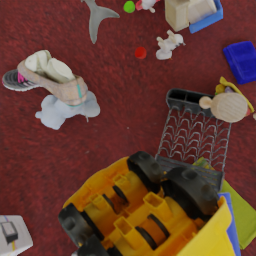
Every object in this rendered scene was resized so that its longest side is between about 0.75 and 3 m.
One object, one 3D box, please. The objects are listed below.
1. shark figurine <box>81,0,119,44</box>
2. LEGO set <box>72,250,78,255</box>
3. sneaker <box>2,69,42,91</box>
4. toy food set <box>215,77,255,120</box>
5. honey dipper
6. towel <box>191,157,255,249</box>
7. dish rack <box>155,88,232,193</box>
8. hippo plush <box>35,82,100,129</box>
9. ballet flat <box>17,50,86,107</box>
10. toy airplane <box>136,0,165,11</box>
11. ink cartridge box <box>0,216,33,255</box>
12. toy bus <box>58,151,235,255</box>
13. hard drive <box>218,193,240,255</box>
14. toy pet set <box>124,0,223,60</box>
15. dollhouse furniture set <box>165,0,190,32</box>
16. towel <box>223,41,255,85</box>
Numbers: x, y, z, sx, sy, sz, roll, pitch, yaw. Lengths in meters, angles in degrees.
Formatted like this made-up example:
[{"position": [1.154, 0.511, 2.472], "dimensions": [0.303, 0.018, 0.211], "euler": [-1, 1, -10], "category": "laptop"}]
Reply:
[{"position": [-0.961, -3.227, 6.421], "dimensions": [1.745, 2.921, 1.219], "euler": [35, 74, -8], "category": "shark figurine"}, {"position": [-0.358, 3.179, 6.569], "dimensions": [2.254, 1.698, 2.931], "euler": [6, 74, 2], "category": "LEGO set"}, {"position": [-2.876, -1.589, 8.385], "dimensions": [1.900, 0.831, 0.701], "euler": [-2, 74, -1], "category": "sneaker"}, {"position": [3.086, -0.716, 8.151], "dimensions": [0.538, 0.969, 1.647], "euler": [-41, 82, 10], "category": "toy food set"}, {"position": [1.892, -0.498, 5.983], "dimensions": [0.510, 2.685, 0.510], "euler": [1, 97, 7], "category": "honey dipper"}, {"position": [2.541, 2.011, 7.680], "dimensions": [1.054, 0.221, 2.449], "euler": [-42, 78, -10], "category": "towel"}, {"position": [1.824, 0.372, 7.692], "dimensions": [2.090, 0.743, 2.724], "euler": [13, 67, 12], "category": "dish rack"}, {"position": [-1.728, -0.495, 8.012], "dimensions": [1.397, 1.384, 1.738], "euler": [-34, 47, 21], "category": "hippo plush"}, {"position": [-1.240, -0.912, 4.457], "dimensions": [1.597, 0.537, 0.544], "euler": [31, 51, 26], "category": "ballet flat"}, {"position": [1.149, -4.808, 9.319], "dimensions": [2.283, 0.420, 2.283], "euler": [-6, 76, 26], "category": "toy airplane"}, {"position": [-3.404, 2.798, 6.417], "dimensions": [1.621, 2.197, 0.940], "euler": [-28, 76, -8], "category": "ink cartridge box"}, {"position": [0.504, 2.106, 4.782], "dimensions": [2.004, 2.953, 2.835], "euler": [-38, 112, -17], "category": "toy bus"}, {"position": [1.858, 3.234, 7.142], "dimensions": [1.916, 0.368, 2.904], "euler": [-6, 76, 1], "category": "hard drive"}, {"position": [1.454, -3.680, 8.973], "dimensions": [2.677, 1.522, 2.867], "euler": [-20, 70, 29], "category": "toy pet set"}, {"position": [1.084, -3.752, 6.012], "dimensions": [1.243, 2.236, 1.978], "euler": [-26, 62, -4], "category": "dollhouse furniture set"}, {"position": [3.678, -2.080, 8.789], "dimensions": [0.978, 0.328, 1.325], "euler": [-16, 75, -4], "category": "towel"}]
